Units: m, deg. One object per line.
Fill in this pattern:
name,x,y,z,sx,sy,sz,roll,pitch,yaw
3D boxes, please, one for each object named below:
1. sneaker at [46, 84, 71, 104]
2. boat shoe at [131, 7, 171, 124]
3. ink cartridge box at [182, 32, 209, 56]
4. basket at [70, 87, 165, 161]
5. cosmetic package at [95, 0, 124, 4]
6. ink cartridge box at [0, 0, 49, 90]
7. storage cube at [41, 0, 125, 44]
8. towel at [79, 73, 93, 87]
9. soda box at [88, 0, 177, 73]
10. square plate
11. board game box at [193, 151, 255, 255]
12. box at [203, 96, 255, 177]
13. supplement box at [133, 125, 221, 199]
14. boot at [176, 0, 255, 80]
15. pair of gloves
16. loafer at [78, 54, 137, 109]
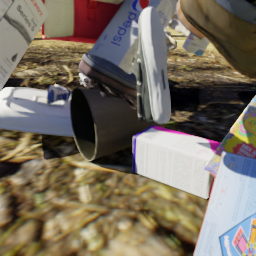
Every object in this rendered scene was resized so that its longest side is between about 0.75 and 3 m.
sneaker,-1.883,-0.934,7.717,0.538,0.459,1.221,14,21,-4
boat shoe,0.237,-0.710,3.413,0.392,1.384,0.475,-1,13,27
ink cartridge box,1.987,-2.504,7.897,0.563,0.778,0.329,12,35,-23
basket,-0.190,-0.176,6.528,1.905,1.296,1.718,-6,61,-30
cosmetic package,-0.479,-3.064,6.175,0.987,0.361,0.511,-11,-1,-40
ink cartridge box,-3.393,-2.636,6.799,1.143,1.984,2.719,14,68,22
storage cube,-0.906,-3.541,7.866,2.376,2.260,2.643,-6,16,-36
towel,-1.405,-1.974,11.655,1.141,0.488,0.945,-8,26,-21
soda box,0.142,-2.278,6.707,0.919,2.691,0.854,27,-12,25
square plate,-2.185,-0.544,7.706,2.782,0.399,2.809,7,21,-19
board game box,1.381,1.148,3.455,0.832,1.615,0.157,13,-15,29
box,2.638,0.404,4.324,2.069,1.262,1.993,37,36,17
supplement box,0.949,0.584,5.357,1.570,0.812,0.795,15,26,33
boot,2.290,-1.750,4.971,2.999,1.120,1.454,30,-4,-1
pair of gloves,1.451,-3.664,10.406,2.763,0.484,2.349,-21,50,-18
loafer,-0.144,-0.605,4.330,0.643,0.564,1.789,45,19,26
